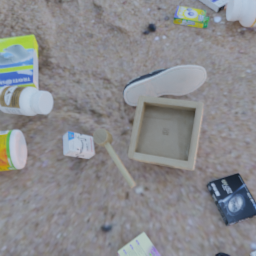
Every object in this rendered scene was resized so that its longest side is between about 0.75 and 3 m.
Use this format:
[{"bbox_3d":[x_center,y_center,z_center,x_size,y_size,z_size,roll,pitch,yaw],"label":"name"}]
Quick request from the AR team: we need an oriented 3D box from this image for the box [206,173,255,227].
[{"bbox_3d":[2.870,1.941,7.684,0.976,0.265,1.219,-14,58,-9],"label":"box"}]

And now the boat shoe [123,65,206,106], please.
[{"bbox_3d":[1.162,-1.489,9.320,2.765,1.022,0.834,-20,28,6],"label":"boat shoe"}]

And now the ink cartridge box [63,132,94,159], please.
[{"bbox_3d":[-1.456,0.520,8.269,0.858,0.361,0.626,14,53,-38],"label":"ink cartridge box"}]

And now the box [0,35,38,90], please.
[{"bbox_3d":[-4.171,-2.065,10.048,1.775,0.694,2.911,-10,57,-5],"label":"box"}]

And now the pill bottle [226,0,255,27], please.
[{"bbox_3d":[5.516,-4.837,11.390,2.733,1.425,1.425,3,57,1],"label":"pill bottle"}]

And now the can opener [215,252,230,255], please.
[{"bbox_3d":[2.620,3.499,6.581,1.433,0.563,0.454,32,54,9],"label":"can opener"}]

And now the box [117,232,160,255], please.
[{"bbox_3d":[0.268,3.122,6.840,0.812,0.392,0.714,-31,62,-18],"label":"box"}]

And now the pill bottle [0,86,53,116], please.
[{"bbox_3d":[-3.166,-0.827,8.662,1.546,0.884,0.884,7,56,21],"label":"pill bottle"}]

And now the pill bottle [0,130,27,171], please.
[{"bbox_3d":[-4.060,0.720,7.958,2.034,1.130,1.130,-6,57,-4],"label":"pill bottle"}]

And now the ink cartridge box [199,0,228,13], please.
[{"bbox_3d":[3.741,-6.044,12.834,0.919,0.360,1.942,-32,65,-18],"label":"ink cartridge box"}]

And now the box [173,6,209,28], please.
[{"bbox_3d":[2.733,-4.726,11.980,1.455,0.352,0.853,14,59,7],"label":"box"}]

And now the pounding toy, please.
[{"bbox_3d":[0.519,0.467,7.996,2.831,1.295,2.488,8,81,15],"label":"pounding toy"}]

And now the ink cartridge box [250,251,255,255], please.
[{"bbox_3d":[3.343,3.373,6.826,0.374,0.148,0.753,-15,57,-10],"label":"ink cartridge box"}]
